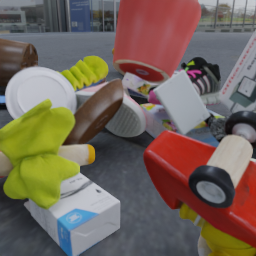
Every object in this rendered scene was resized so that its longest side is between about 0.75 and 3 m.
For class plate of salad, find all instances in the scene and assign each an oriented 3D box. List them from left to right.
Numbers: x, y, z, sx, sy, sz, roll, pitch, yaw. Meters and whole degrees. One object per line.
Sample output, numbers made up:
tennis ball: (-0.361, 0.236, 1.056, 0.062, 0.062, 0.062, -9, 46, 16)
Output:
plate of salad: (-2.264, -0.731, 7.391, 1.812, 1.812, 0.435, -14, -8, -30)

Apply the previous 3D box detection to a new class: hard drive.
hard drive: (1.077, -0.489, 5.578, 0.717, 1.087, 0.143, -35, 15, -2)

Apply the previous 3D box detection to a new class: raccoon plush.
raccoon plush: (2.007, -0.194, 5.434, 0.669, 0.926, 1.383, 17, 31, -48)

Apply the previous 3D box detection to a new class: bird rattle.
bird rattle: (-1.749, 0.628, 4.644, 2.599, 1.464, 2.119, -18, -11, 28)

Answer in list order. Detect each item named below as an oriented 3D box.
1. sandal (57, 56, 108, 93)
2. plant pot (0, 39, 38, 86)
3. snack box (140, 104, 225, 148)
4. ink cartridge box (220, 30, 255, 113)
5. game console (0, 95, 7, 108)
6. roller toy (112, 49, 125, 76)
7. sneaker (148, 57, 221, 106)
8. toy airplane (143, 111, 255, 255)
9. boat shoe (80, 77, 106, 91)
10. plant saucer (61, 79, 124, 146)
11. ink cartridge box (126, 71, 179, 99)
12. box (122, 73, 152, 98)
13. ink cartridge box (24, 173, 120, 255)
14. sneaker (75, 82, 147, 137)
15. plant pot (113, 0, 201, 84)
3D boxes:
sandal: (-1.966, -1.159, 8.695, 2.967, 1.292, 1.179, -22, 65, -25)
plant pot: (-4.725, -2.505, 10.713, 2.099, 2.121, 2.121, 4, 23, 3)
snack box: (1.344, -0.105, 6.914, 1.584, 0.635, 1.878, -7, 23, -22)
ink cartridge box: (3.546, -0.958, 6.534, 1.260, 2.188, 2.998, 22, 19, -11)
game console: (-3.737, -0.845, 9.105, 2.800, 0.337, 1.651, -2, 23, -5)
roller toy: (0.674, -3.523, 13.735, 2.262, 1.733, 2.480, -16, 28, -34)
sneaker: (1.441, -1.122, 6.781, 2.684, 1.174, 0.990, -11, 17, -43)
toy airplane: (1.424, 1.214, 2.813, 2.503, 1.766, 2.492, 2, 59, -18)
boat shoe: (-1.237, -1.866, 10.668, 0.713, 0.712, 1.977, 22, 28, 4)
plant saucer: (-0.643, -0.211, 5.659, 0.329, 1.799, 1.799, 42, 33, 5)
ink cartridge box: (1.454, -1.622, 10.569, 2.489, 0.506, 2.494, 16, 30, 29)
box: (0.665, -1.087, 8.430, 2.000, 0.387, 0.414, 20, 9, -43)
ink cartridge box: (-0.901, 1.121, 4.170, 0.849, 0.496, 1.463, -20, 30, -39)
sneaker: (-0.237, -0.669, 7.673, 1.510, 1.087, 2.889, -24, 28, -35)
plant pot: (0.747, -2.889, 9.139, 2.726, 2.412, 2.726, 15, -5, 1)
